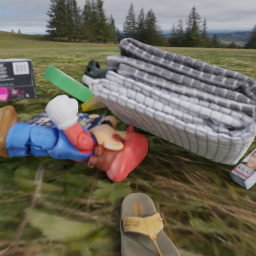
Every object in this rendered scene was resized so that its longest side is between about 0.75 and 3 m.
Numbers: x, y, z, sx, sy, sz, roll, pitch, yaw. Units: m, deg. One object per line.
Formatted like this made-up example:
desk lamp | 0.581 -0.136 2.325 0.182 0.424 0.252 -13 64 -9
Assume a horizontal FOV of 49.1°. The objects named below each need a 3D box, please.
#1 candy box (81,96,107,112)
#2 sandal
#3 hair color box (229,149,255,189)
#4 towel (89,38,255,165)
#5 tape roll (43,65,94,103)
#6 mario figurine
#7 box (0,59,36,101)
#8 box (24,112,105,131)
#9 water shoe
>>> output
candy box | -0.604 -0.993 9.159 1.198 0.310 2.344 -13 -2 -28
sandal | 0.225 1.332 3.871 0.708 0.476 1.764 -3 20 -7
hair color box | 2.369 0.754 5.317 0.789 0.239 0.390 -39 30 -9
towel | 0.961 -0.403 5.282 2.785 1.192 2.306 23 -7 19
tape roll | -2.160 -1.603 10.549 2.076 0.499 2.076 32 4 -3
mario figurine | -0.947 0.090 5.435 2.789 1.478 1.722 10 11 -15
box | -4.162 -1.565 9.116 1.941 1.282 1.113 -11 17 -30
box | -1.809 0.058 7.468 1.986 0.497 2.000 4 19 9
water shoe | -0.295 -1.767 10.408 2.933 1.157 1.049 18 7 9
